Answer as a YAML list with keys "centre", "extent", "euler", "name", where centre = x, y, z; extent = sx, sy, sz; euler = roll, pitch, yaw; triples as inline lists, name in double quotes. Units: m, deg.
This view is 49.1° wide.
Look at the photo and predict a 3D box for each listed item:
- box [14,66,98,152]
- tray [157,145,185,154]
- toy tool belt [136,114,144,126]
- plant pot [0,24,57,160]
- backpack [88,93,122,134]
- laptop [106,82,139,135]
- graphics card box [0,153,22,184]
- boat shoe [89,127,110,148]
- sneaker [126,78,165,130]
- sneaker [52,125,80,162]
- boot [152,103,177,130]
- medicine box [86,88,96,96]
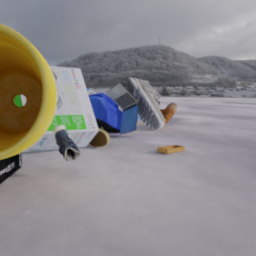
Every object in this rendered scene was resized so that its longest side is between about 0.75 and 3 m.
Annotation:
- centre: [-2.167, -0.570, 8.022]
  extent: [1.979, 2.243, 1.085]
  euler: [-2, -29, -33]
  name: "box"
- centre: [1.215, 0.602, 7.899]
  extent: [0.755, 0.140, 0.372]
  euler: [-3, 7, -40]
  name: "tray"
- centre: [0.120, -0.502, 11.646]
  extent: [1.482, 0.911, 0.926]
  euler: [-18, -21, -44]
  name: "toy tool belt"
- centre: [-2.277, -0.550, 5.059]
  extent: [2.154, 2.154, 2.027]
  euler: [0, 1, -2]
  name: "plant pot"
- centre: [-1.146, -0.533, 10.018]
  extent: [1.374, 1.419, 1.691]
  euler: [-11, -19, 30]
  name: "backpack"
- centre: [-0.242, -0.556, 8.630]
  extent: [0.753, 1.300, 1.217]
  euler: [-50, 14, -22]
  name: "laptop"
- centre: [-2.968, 0.808, 5.308]
  extent: [1.259, 0.511, 2.007]
  euler: [-1, 7, -1]
  name: "graphics card box"
- centre: [-1.077, 0.220, 8.819]
  extent: [0.530, 0.620, 1.692]
  euler: [-15, 16, -41]
  name: "boat shoe"
- centre: [0.853, -1.053, 10.600]
  extent: [1.076, 0.980, 2.623]
  euler: [-10, 53, -21]
  name: "sneaker"
- centre: [-1.260, 0.424, 5.835]
  extent: [0.361, 0.686, 0.949]
  euler: [-30, -17, -12]
  name: "sneaker"
- centre: [1.332, -0.317, 12.395]
  extent: [1.367, 0.651, 1.766]
  euler: [-52, 4, -40]
  name: "boot"
- centre: [-1.782, -0.843, 12.182]
  extent: [1.698, 0.874, 1.546]
  euler: [33, 38, 25]
  name: "medicine box"
